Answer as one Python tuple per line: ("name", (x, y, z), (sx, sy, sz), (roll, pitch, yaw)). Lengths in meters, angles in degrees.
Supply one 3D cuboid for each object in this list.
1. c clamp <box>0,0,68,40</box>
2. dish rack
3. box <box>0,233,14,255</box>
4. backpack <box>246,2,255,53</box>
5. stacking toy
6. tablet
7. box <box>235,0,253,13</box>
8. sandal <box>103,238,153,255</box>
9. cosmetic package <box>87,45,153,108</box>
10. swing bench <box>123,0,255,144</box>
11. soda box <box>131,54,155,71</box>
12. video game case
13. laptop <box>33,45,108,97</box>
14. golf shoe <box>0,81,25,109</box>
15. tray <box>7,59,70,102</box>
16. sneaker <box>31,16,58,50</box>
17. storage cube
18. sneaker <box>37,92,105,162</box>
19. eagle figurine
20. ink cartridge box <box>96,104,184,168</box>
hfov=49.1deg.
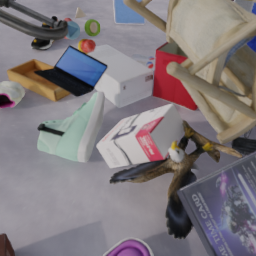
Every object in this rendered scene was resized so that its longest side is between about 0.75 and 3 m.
("c clamp", (-2.522, -2.802, 6.821), (2.623, 0.355, 2.241), (29, 28, 8))
("dish rack", (3.939, -0.096, 7.878), (1.970, 0.701, 2.568), (9, 40, 20))
("box", (-2.258, 2.611, 4.819), (0.498, 0.666, 1.330), (-11, 39, -14))
("backpack", (3.785, -2.609, 7.020), (1.200, 1.476, 1.239), (-17, 51, -1))
("stacking toy", (-1.312, -2.890, 8.308), (1.071, 1.183, 0.500), (-58, 33, -2))
("tablet", (0.040, -4.948, 10.675), (1.268, 1.949, 0.133), (6, 39, 11))
("box", (3.597, -3.608, 8.863), (0.523, 1.272, 0.313), (17, 59, 18))
("sandal", (-0.656, 2.825, 4.498), (1.193, 0.721, 2.933), (23, 44, 27))
("cosmetic package", (-0.575, -2.016, 10.370), (1.499, 1.092, 2.949), (-24, 46, -27))
("swing bench", (1.704, -1.699, 6.015), (1.875, 2.889, 2.874), (-36, 48, 14))
("soda box", (0.789, -2.758, 11.798), (1.275, 0.434, 0.406), (15, 41, 18))
("video game case", (2.516, 1.618, 5.664), (2.673, 0.254, 1.909), (-20, 74, -22))
("laptop", (-0.886, -0.945, 4.516), (0.801, 0.467, 0.904), (29, 21, 6))
("golf shoe", (-4.676, -1.076, 9.408), (2.177, 0.820, 0.996), (-4, 42, -3))
("tray", (-3.200, -1.863, 10.642), (2.658, 0.492, 1.311), (25, 44, 27))
("sneaker", (-4.071, -4.694, 13.710), (0.851, 1.095, 2.433), (9, 39, 12))
("storage cube", (2.056, -1.965, 9.705), (1.708, 1.796, 1.998), (23, 43, 27))
("sneaker", (-1.624, -0.292, 8.139), (1.626, 1.014, 2.757), (11, 42, 4))
("eagle figurine", (0.980, 0.976, 6.287), (2.420, 1.826, 1.836), (-48, 24, -19))
("ink cartridge box", (0.301, 0.229, 7.018), (1.840, 0.776, 1.332), (-16, 22, 43))
